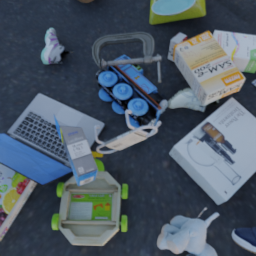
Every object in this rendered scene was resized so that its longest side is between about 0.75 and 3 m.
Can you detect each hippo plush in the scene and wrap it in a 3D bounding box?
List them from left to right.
[{"bbox_3d":[1.698,3.086,7.388,1.643,1.308,1.321,-29,93,-12],"label":"hippo plush"}]

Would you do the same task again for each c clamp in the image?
[{"bbox_3d":[-0.078,-2.444,9.383,2.497,0.338,2.133,2,63,12],"label":"c clamp"}]

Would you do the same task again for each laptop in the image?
[{"bbox_3d":[-2.643,0.107,8.493,2.768,1.713,2.956,25,65,12],"label":"laptop"}]

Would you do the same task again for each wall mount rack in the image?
[{"bbox_3d":[0.057,0.152,8.086,2.020,1.755,0.753,-25,62,31],"label":"wall mount rack"}]

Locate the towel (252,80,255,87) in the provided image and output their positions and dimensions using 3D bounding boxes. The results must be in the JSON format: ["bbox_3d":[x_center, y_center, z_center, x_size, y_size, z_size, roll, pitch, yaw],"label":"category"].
[{"bbox_3d":[5.216,-1.445,10.196,0.884,0.143,1.203,-33,69,-18],"label":"towel"}]

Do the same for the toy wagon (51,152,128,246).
[{"bbox_3d":[-1.035,1.991,8.175,2.057,0.525,2.651,2,62,0],"label":"toy wagon"}]

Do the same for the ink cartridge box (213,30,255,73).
[{"bbox_3d":[3.804,-2.926,10.624,2.184,0.735,1.279,9,63,5],"label":"ink cartridge box"}]

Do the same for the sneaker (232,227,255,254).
[{"bbox_3d":[3.976,2.580,7.111,2.416,0.847,1.311,8,104,17],"label":"sneaker"}]

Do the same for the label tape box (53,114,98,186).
[{"bbox_3d":[-1.433,0.559,7.677,0.574,1.308,1.815,-19,73,-17],"label":"label tape box"}]

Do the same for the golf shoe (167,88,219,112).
[{"bbox_3d":[2.266,-0.915,9.625,1.858,0.727,0.903,-20,70,-9],"label":"golf shoe"}]

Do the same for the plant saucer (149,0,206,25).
[{"bbox_3d":[2.000,-5.526,11.707,2.305,0.552,2.302,-3,64,17],"label":"plant saucer"}]

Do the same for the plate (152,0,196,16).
[{"bbox_3d":[1.742,-4.688,10.738,1.684,0.215,1.684,-10,46,11],"label":"plate"}]

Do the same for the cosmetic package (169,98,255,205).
[{"bbox_3d":[3.014,0.633,8.671,2.796,0.722,2.108,-37,75,-20],"label":"cosmetic package"}]

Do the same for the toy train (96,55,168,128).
[{"bbox_3d":[0.139,-1.197,9.508,1.579,1.198,2.763,-36,68,-24],"label":"toy train"}]

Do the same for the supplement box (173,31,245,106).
[{"bbox_3d":[2.594,-1.989,9.289,1.382,0.806,2.193,-24,67,-6],"label":"supplement box"}]

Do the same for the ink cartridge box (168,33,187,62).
[{"bbox_3d":[1.853,-3.024,10.562,0.359,0.867,0.636,33,60,21],"label":"ink cartridge box"}]

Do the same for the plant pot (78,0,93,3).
[{"bbox_3d":[-1.895,-6.069,12.261,1.692,0.781,1.692,0,62,0],"label":"plant pot"}]

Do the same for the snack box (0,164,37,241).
[{"bbox_3d":[-3.878,2.023,8.110,1.580,0.589,2.222,22,64,11],"label":"snack box"}]

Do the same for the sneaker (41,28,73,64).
[{"bbox_3d":[-2.658,-3.129,10.861,1.114,0.619,1.592,4,72,0],"label":"sneaker"}]
